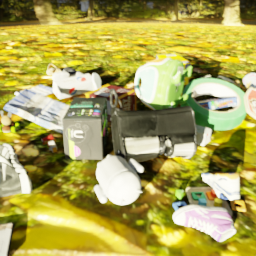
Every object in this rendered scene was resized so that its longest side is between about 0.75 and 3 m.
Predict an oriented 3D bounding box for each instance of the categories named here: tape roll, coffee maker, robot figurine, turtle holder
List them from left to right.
[{"bbox_3d":[-0.267,1.450,7.845,1.487,0.990,1.754,-40,35,-3],"label":"robot figurine"},{"bbox_3d":[0.820,-0.079,9.263,2.586,2.484,1.742,-6,15,-14],"label":"coffee maker"},{"bbox_3d":[1.290,-1.466,11.057,1.855,2.613,1.985,17,46,24],"label":"turtle holder"},{"bbox_3d":[3.806,-1.116,12.427,2.860,0.687,2.860,2,44,-2],"label":"tape roll"}]

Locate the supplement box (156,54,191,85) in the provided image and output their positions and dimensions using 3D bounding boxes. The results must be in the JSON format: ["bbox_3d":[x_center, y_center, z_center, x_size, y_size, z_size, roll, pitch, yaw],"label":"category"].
[{"bbox_3d":[2.785,-3.755,17.845,1.391,1.382,2.539,-6,27,-12],"label":"supplement box"}]

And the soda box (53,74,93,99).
[{"bbox_3d":[-2.952,-2.328,15.530,2.301,0.732,0.784,-20,50,-36],"label":"soda box"}]

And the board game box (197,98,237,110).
[{"bbox_3d":[3.660,-1.057,12.727,1.394,0.355,2.059,-11,5,-20],"label":"board game box"}]

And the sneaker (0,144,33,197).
[{"bbox_3d":[-3.837,1.244,8.438,1.154,0.848,2.551,-15,32,-33],"label":"sneaker"}]

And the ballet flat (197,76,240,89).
[{"bbox_3d":[4.867,-2.537,15.903,2.922,0.921,1.003,14,34,26],"label":"ballet flat"}]

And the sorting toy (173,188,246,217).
[{"bbox_3d":[2.192,1.963,7.645,1.964,0.267,1.106,0,26,-1],"label":"sorting toy"}]

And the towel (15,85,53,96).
[{"bbox_3d":[-5.138,-1.973,15.591,1.373,0.223,1.870,20,33,34],"label":"towel"}]

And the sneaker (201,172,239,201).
[{"bbox_3d":[2.484,1.589,7.687,0.627,0.734,1.666,-5,-6,-4],"label":"sneaker"}]

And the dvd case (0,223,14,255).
[{"bbox_3d":[-3.432,2.673,6.382,1.452,0.127,1.036,-6,27,-12],"label":"dvd case"}]

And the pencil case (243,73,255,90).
[{"bbox_3d":[7.119,-2.303,15.447,1.027,0.941,2.265,4,26,3],"label":"pencil case"}]

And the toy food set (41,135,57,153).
[{"bbox_3d":[-2.897,0.586,10.208,0.451,0.478,1.002,-19,31,-11],"label":"toy food set"}]

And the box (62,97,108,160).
[{"bbox_3d":[-1.475,-0.041,10.171,1.325,1.584,2.132,0,27,1],"label":"box"}]

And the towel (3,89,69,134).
[{"bbox_3d":[-3.524,-0.779,11.931,2.766,0.329,2.032,22,32,-2],"label":"towel"}]

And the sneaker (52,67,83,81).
[{"bbox_3d":[-3.816,-3.148,16.987,2.180,0.823,1.240,-10,34,-46],"label":"sneaker"}]

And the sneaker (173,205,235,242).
[{"bbox_3d":[1.838,2.309,6.701,1.443,0.523,0.823,-1,30,-2],"label":"sneaker"}]

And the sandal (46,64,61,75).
[{"bbox_3d":[-4.977,-3.908,18.664,0.832,0.747,2.270,-33,39,-17],"label":"sandal"}]

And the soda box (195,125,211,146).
[{"bbox_3d":[2.352,0.143,10.998,1.672,0.532,0.569,21,33,35],"label":"soda box"}]

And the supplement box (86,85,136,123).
[{"bbox_3d":[-0.742,-1.130,12.883,1.676,1.113,1.653,16,31,29],"label":"supplement box"}]

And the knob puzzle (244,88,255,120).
[{"bbox_3d":[5.928,-0.890,11.897,2.611,0.362,2.611,12,51,-15],"label":"knob puzzle"}]

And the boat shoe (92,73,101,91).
[{"bbox_3d":[-1.674,-2.150,14.502,0.499,1.387,0.430,2,-21,-44],"label":"boat shoe"}]

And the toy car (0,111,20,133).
[{"bbox_3d":[-4.945,-0.294,11.503,0.706,0.859,0.678,2,27,5],"label":"toy car"}]
